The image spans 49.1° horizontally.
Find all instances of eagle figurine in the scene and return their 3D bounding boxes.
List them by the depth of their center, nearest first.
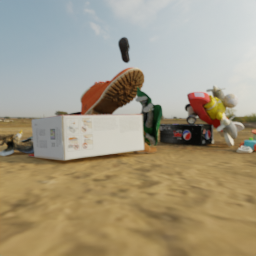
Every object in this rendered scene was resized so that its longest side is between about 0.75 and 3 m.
[{"bbox_3d":[-3.409,0.513,8.595,0.928,0.923,1.223,46,-10,29],"label":"eagle figurine"}]

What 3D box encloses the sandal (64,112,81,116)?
[{"bbox_3d":[-2.029,-0.349,11.813,2.587,0.973,0.619,-13,-27,-13],"label":"sandal"}]

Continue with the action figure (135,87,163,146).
[{"bbox_3d":[0.629,-0.064,9.012,0.626,1.352,2.289,-25,-36,-11],"label":"action figure"}]

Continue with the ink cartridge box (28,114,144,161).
[{"bbox_3d":[-1.251,0.208,7.918,2.572,1.079,2.258,-3,0,-42],"label":"ink cartridge box"}]

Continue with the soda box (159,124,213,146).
[{"bbox_3d":[2.561,0.279,12.669,0.812,0.907,2.564,-4,4,-37],"label":"soda box"}]

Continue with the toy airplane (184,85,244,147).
[{"bbox_3d":[4.033,-0.600,12.053,2.772,2.784,1.965,-12,-29,-49],"label":"toy airplane"}]

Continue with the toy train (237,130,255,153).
[{"bbox_3d":[4.827,0.441,8.848,2.552,0.710,1.917,1,1,25],"label":"toy train"}]

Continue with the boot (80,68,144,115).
[{"bbox_3d":[-0.698,-1.280,9.586,2.863,1.535,1.074,-39,-43,26],"label":"boot"}]

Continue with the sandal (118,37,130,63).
[{"bbox_3d":[-0.098,-2.438,8.684,0.369,0.208,0.971,29,-26,18],"label":"sandal"}]

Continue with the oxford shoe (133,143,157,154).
[{"bbox_3d":[0.567,0.628,8.726,0.951,0.339,0.339,6,-2,-43],"label":"oxford shoe"}]

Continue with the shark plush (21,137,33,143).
[{"bbox_3d":[-3.510,0.592,12.078,2.397,1.089,0.999,-22,-12,-21],"label":"shark plush"}]
